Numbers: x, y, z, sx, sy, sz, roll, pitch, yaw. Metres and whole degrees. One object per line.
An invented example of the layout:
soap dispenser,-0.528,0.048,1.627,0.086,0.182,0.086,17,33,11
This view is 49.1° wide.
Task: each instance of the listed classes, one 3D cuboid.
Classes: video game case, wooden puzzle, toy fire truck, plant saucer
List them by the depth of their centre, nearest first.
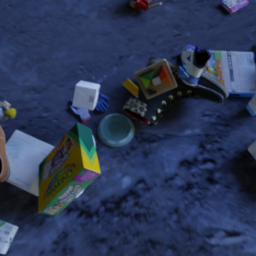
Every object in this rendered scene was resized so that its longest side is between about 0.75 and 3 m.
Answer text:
wooden puzzle,0.742,-1.266,7.593,1.605,1.082,0.188,-28,39,18
plant saucer,-0.420,0.038,9.561,1.276,0.175,1.276,0,65,1
video game case,3.438,-2.077,10.547,2.739,0.244,1.960,3,65,1
toy fire truck,0.856,-5.450,11.946,1.270,0.817,1.118,34,68,3

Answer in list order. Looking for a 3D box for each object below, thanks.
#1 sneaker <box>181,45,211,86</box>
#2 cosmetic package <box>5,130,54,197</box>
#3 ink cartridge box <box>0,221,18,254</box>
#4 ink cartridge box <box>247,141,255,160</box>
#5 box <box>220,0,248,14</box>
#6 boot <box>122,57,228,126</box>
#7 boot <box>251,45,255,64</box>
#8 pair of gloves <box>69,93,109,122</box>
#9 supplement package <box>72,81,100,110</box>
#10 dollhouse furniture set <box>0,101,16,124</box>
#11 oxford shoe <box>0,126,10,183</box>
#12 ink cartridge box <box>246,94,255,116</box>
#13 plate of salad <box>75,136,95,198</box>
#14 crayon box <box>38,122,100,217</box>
sneaker,2.118,-2.127,8.556,0.679,0.970,1.680,21,46,-10
cosmetic package,-3.133,1.084,8.650,1.458,0.899,1.463,22,68,11
ink cartridge box,-3.612,3.108,7.981,0.573,0.325,0.782,18,65,8
ink cartridge box,4.913,0.930,8.804,1.285,0.742,1.761,-28,67,-13
box,4.627,-5.430,12.193,0.984,0.192,0.673,-31,68,-14
boot,1.513,-0.922,9.427,3.031,1.094,2.289,27,75,20
boot,5.528,-2.870,10.821,1.390,0.485,0.915,6,59,-2
pair of gloves,-1.366,-0.851,10.006,1.359,0.155,1.092,-29,69,-12
supplement package,-1.264,-1.015,8.565,0.629,1.148,0.653,12,106,-4
dollhouse furniture set,-4.840,0.065,8.233,2.677,2.527,1.747,-38,70,-4
oxford shoe,-3.312,0.366,6.722,0.684,0.684,1.918,-22,84,-18
ink cartridge box,4.603,-0.959,9.428,0.730,1.268,0.430,-19,65,-8
plate of salad,-1.467,1.020,8.089,0.479,1.993,1.993,9,64,17
crayon box,-1.382,0.914,6.223,1.620,0.472,1.398,-45,37,21
